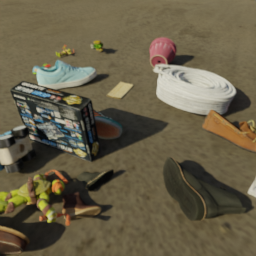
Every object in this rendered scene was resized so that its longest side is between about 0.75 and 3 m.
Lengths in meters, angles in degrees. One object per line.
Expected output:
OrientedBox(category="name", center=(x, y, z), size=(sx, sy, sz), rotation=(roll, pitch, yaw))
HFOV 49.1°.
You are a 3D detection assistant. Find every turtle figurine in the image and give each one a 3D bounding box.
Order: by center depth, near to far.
OrientedBox(category="turtle figurine", center=(-2.130, 1.513, 6.078), size=(1.793, 0.716, 2.224), rotation=(-15, 27, -17))
OrientedBox(category="turtle figurine", center=(-3.339, -3.963, 14.650), size=(0.827, 0.330, 1.025), rotation=(-29, 52, -24))

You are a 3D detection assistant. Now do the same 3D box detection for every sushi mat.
OrientedBox(category="sushi mat", center=(-0.317, -1.515, 11.273), size=(0.626, 0.079, 1.308), rotation=(15, 37, 18))

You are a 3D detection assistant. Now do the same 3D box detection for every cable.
OrientedBox(category="cable", center=(2.353, -1.351, 9.989), size=(2.718, 0.941, 2.719), rotation=(1, 32, -18))

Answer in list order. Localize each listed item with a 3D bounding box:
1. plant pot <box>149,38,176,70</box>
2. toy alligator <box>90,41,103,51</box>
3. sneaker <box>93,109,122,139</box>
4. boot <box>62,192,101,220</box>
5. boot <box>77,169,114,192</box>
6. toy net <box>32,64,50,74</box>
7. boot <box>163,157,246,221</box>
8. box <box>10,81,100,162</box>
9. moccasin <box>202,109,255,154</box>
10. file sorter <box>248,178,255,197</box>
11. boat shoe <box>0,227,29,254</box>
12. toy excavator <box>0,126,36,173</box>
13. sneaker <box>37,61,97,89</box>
OrientedBox(category="plant pot", center=(1.545, -3.398, 13.150), size=(1.266, 1.266, 1.134), rotation=(10, 50, 15))
OrientedBox(category="toy alligator", center=(-1.617, -4.399, 14.907), size=(0.358, 0.493, 1.489), rotation=(-28, 28, -16))
OrientedBox(category="sneaker", center=(-1.054, -0.246, 8.816), size=(2.058, 0.735, 0.822), rotation=(13, 40, 19))
OrientedBox(category="boot", center=(-1.072, 1.701, 6.331), size=(0.845, 0.306, 0.703), rotation=(-11, 37, -10))
OrientedBox(category="boot", center=(-0.833, 1.179, 7.084), size=(0.829, 0.321, 0.573), rotation=(-27, 41, -33))
OrientedBox(category="toy net", center=(-3.722, -2.509, 12.290), size=(0.785, 0.289, 1.497), rotation=(-18, 28, -21))
OrientedBox(category="boot", center=(1.694, 1.413, 6.615), size=(1.306, 0.731, 1.888), rotation=(3, 32, -19))
OrientedBox(category="box", center=(-1.967, -0.177, 7.692), size=(2.324, 1.847, 0.535), rotation=(16, 45, 23))
OrientedBox(category="moccasin", center=(3.203, 0.108, 7.957), size=(2.093, 0.808, 0.765), rotation=(28, 16, 15))
OrientedBox(category="file sorter", center=(3.853, 1.221, 6.434), size=(1.605, 0.999, 1.114), rotation=(24, 41, 32))
OrientedBox(category="boat shoe", center=(-2.749, 2.222, 5.362), size=(1.685, 0.593, 0.592), rotation=(2, 35, 15))
OrientedBox(category="toy excavator", center=(-3.654, 0.717, 7.293), size=(1.853, 0.926, 1.802), rotation=(-5, 20, 20))
OrientedBox(category="sneaker", center=(-2.483, -2.275, 11.471), size=(2.500, 1.024, 0.924), rotation=(-19, 36, -23))
